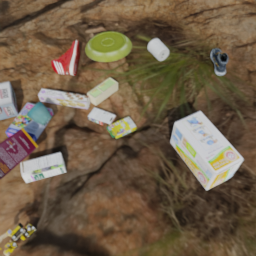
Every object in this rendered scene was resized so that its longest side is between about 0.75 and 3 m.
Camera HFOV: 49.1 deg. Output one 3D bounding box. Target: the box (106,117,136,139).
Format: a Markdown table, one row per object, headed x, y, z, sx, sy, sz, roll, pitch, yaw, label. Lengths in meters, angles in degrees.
| x | y | z | sx | sy | sz | roll | pitch | yaw | label |
| --- | --- | --- | --- | --- | --- | --- | --- | --- | --- |
| -0.292 | 0.021 | 11.836 | 1.137 | 0.275 | 0.667 | -23 | 57 | -19 | box |

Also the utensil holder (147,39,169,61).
| x | y | z | sx | sy | sz | roll | pitch | yaw | label |
| --- | --- | --- | --- | --- | --- | --- | --- | --- | --- |
| 1.582 | -4.071 | 14.617 | 0.797 | 0.797 | 0.938 | -24 | 57 | -17 | utensil holder |

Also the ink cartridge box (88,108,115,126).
| x | y | z | sx | sy | sz | roll | pitch | yaw | label |
| --- | --- | --- | --- | --- | --- | --- | --- | --- | --- |
| -1.135 | -0.441 | 12.168 | 1.096 | 0.276 | 0.597 | 21 | 55 | 16 | ink cartridge box |

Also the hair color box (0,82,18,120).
| x | y | z | sx | sy | sz | roll | pitch | yaw | label |
| --- | --- | --- | --- | --- | --- | --- | --- | --- | --- |
| -6.446 | -0.922 | 12.158 | 2.925 | 0.887 | 1.448 | -16 | 55 | -11 | hair color box |

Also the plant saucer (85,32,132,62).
| x | y | z | sx | sy | sz | roll | pitch | yaw | label |
| --- | --- | --- | --- | --- | --- | --- | --- | --- | --- |
| -1.075 | -4.465 | 15.028 | 2.545 | 0.395 | 2.545 | -3 | 50 | 3 | plant saucer |

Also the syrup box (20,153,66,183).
| x | y | z | sx | sy | sz | roll | pitch | yaw | label |
| --- | --- | --- | --- | --- | --- | --- | --- | --- | --- |
| -3.177 | 1.494 | 10.498 | 1.528 | 0.602 | 0.622 | -15 | 54 | -11 | syrup box |

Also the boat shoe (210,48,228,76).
| x | y | z | sx | sy | sz | roll | pitch | yaw | label |
| --- | --- | --- | --- | --- | --- | --- | --- | --- | --- |
| 4.685 | -3.602 | 14.200 | 0.682 | 0.875 | 1.927 | 1 | 53 | 1 | boat shoe |

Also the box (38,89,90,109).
| x | y | z | sx | sy | sz | roll | pitch | yaw | label |
| --- | --- | --- | --- | --- | --- | --- | --- | --- | --- |
| -2.889 | -1.309 | 12.722 | 2.319 | 0.480 | 0.449 | 10 | 53 | 7 | box |

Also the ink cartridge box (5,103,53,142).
| x | y | z | sx | sy | sz | roll | pitch | yaw | label |
| --- | --- | --- | --- | --- | --- | --- | --- | --- | --- |
| -4.221 | -0.097 | 11.846 | 1.251 | 0.440 | 2.096 | 15 | 56 | 11 | ink cartridge box |

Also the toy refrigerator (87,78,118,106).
| x | y | z | sx | sy | sz | roll | pitch | yaw | label |
| --- | --- | --- | --- | --- | --- | --- | --- | --- | --- |
| -1.165 | -1.710 | 12.993 | 0.556 | 0.512 | 1.465 | 38 | 62 | 25 | toy refrigerator |

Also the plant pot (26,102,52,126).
| x | y | z | sx | sy | sz | roll | pitch | yaw | label |
| --- | --- | --- | --- | --- | --- | --- | --- | --- | --- |
| -3.586 | -0.533 | 11.487 | 0.764 | 0.813 | 0.813 | 43 | 60 | -6 | plant pot |

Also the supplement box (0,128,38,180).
| x | y | z | sx | sy | sz | roll | pitch | yaw | label |
| --- | --- | --- | --- | --- | --- | --- | --- | --- | --- |
| -4.414 | 1.077 | 9.830 | 0.941 | 1.212 | 2.197 | 54 | 31 | -12 | supplement box |

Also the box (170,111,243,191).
| x | y | z | sx | sy | sz | roll | pitch | yaw | label |
| --- | --- | --- | --- | --- | --- | --- | --- | --- | --- |
| 2.831 | 0.834 | 10.500 | 1.254 | 1.392 | 2.475 | -23 | 56 | -17 | box |

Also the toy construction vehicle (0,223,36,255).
| x | y | z | sx | sy | sz | roll | pitch | yaw | label |
| --- | --- | --- | --- | --- | --- | --- | --- | --- | --- |
| -3.530 | 3.407 | 8.779 | 0.403 | 0.995 | 1.143 | 39 | 65 | 16 | toy construction vehicle |

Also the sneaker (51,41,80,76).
| x | y | z | sx | sy | sz | roll | pitch | yaw | label |
| --- | --- | --- | --- | --- | --- | --- | --- | --- | --- |
| -3.216 | -3.630 | 14.234 | 1.333 | 0.904 | 2.308 | 1 | 51 | -1 | sneaker |
